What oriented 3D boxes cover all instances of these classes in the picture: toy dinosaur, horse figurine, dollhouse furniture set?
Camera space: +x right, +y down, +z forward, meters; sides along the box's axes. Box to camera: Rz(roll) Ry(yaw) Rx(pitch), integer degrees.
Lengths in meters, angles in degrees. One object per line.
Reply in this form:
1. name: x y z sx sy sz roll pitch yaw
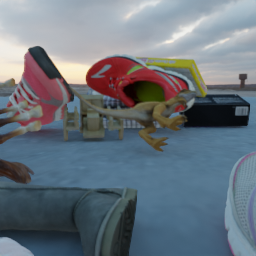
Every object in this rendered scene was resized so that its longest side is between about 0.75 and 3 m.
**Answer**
1. toy dinosaur: 0.232 -0.193 4.339 2.068 0.625 1.098 -8 38 -26
2. horse figurine: -1.964 0.010 3.333 1.681 0.633 2.537 -23 32 -23
3. dollhouse furniture set: -0.730 -0.053 5.776 1.105 0.838 1.261 -1 30 -9

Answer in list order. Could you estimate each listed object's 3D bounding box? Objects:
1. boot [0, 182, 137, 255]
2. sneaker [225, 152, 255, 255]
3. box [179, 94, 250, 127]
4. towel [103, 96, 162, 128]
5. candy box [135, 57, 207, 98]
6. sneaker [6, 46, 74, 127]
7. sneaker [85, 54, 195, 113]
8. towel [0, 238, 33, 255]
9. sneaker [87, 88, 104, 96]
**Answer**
1. boot: -0.526 0.525 1.704 1.116 0.405 1.014 7 -6 5
2. sneaker: 1.032 0.323 0.976 0.906 0.983 2.228 0 8 -3
3. box: 2.274 -0.497 7.622 1.645 0.649 1.161 0 21 6
4. towel: 0.051 -0.536 7.812 1.702 0.879 2.055 -1 8 0
5. candy box: 0.823 -1.329 7.120 2.212 0.292 1.130 15 -19 40
6. sneaker: -1.872 -0.531 5.650 1.202 1.022 2.772 -33 -7 -20
7. sneaker: 0.031 -1.006 6.328 2.913 1.122 1.237 17 24 32
8. towel: -0.600 0.761 0.641 1.358 0.219 1.297 8 11 44
9. sneaker: -0.928 -1.402 10.130 1.075 1.259 2.856 0 -3 -20
